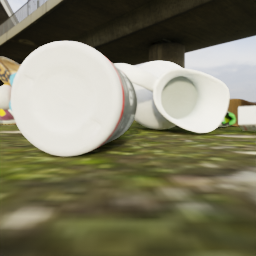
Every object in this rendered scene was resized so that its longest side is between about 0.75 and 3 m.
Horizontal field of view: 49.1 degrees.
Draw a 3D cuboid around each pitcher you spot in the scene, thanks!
[{"bbox_3d":[0.493,-0.766,5.693,2.097,1.482,2.445,23,3,-15],"label":"pitcher"}]

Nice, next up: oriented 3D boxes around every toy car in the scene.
[{"bbox_3d":[-1.839,-0.546,4.434,0.799,0.707,0.737,4,5,7],"label":"toy car"}]

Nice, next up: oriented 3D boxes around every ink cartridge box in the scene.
[{"bbox_3d":[2.506,-0.171,5.151,0.845,0.356,0.611,-1,-12,30],"label":"ink cartridge box"}]

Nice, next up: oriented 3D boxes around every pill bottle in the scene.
[{"bbox_3d":[-0.424,-0.294,3.214,1.003,1.003,1.762,0,4,8],"label":"pill bottle"}]

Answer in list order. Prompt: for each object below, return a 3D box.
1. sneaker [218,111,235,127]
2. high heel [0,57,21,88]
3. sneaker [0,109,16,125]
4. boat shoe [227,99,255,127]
[{"bbox_3d":[2.032,-0.307,7.027,1.544,0.602,0.658,-1,1,-27],"label":"sneaker"},{"bbox_3d":[-2.647,-1.350,8.022,2.435,1.736,0.869,1,47,31],"label":"high heel"},{"bbox_3d":[-3.941,-0.648,9.765,2.315,1.043,0.867,-2,3,-36],"label":"sneaker"},{"bbox_3d":[3.633,-0.376,8.171,2.276,0.821,0.819,1,-10,28],"label":"boat shoe"}]
